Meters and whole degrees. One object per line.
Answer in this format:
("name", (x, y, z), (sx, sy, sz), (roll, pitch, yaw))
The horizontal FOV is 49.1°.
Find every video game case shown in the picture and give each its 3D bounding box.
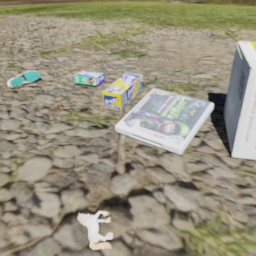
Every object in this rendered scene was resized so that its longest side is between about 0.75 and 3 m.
("video game case", (1.377, -0.401, 10.340), (2.617, 0.336, 2.878), (19, 45, 29))

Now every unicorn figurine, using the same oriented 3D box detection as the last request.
("unicorn figurine", (-0.749, 2.209, 6.322), (0.763, 0.410, 1.111), (-13, 36, -4))

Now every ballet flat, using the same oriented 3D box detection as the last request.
("ballet flat", (-5.344, -2.462, 14.210), (0.629, 0.629, 1.753), (23, 37, 34))

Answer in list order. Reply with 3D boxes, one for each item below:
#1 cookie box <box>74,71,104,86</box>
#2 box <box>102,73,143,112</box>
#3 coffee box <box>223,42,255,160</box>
("cookie box", (-1.978, -2.548, 14.315), (1.243, 0.467, 1.063), (9, 25, 16))
("box", (-0.177, -1.659, 12.525), (0.894, 0.821, 2.552), (11, 32, 21))
("coffee box", (4.967, -0.915, 9.108), (2.949, 2.978, 2.982), (6, 31, 10))
